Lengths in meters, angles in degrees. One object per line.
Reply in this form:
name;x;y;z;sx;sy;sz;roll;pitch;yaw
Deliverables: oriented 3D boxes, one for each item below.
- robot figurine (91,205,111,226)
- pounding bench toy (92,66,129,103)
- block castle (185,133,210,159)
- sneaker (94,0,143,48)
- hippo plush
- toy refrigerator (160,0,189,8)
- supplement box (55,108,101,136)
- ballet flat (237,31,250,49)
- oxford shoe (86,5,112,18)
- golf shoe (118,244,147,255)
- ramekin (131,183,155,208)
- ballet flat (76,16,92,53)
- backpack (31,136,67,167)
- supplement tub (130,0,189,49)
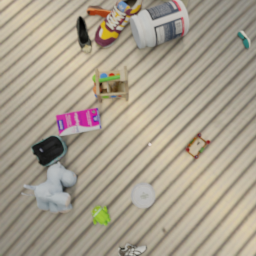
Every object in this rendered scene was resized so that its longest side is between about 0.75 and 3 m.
robot figurine;-1.026;3.276;10.466;0.812;0.470;0.712;42;93;7
pounding bench toy;-0.698;-1.750;10.768;1.384;1.775;1.103;-4;79;-1
block castle;2.712;0.713;10.978;0.620;0.435;0.928;40;82;7
sneaker;-0.443;-4.573;11.564;1.031;1.239;2.751;38;82;6
hippo plush;-2.768;2.175;10.438;1.876;1.495;1.509;26;49;-11
toy refrigerator;1.717;-5.958;12.143;2.007;0.702;0.762;18;84;5
supplement box;-1.901;-0.239;10.722;1.600;0.827;0.810;-11;96;-11
ballet flat;5.007;-3.785;11.944;0.303;0.303;0.872;-27;80;-5
oxford shoe;-1.191;-5.101;12.118;1.183;0.422;0.431;9;68;-3
golf shoe;0.153;4.459;10.268;1.095;0.426;0.517;-18;80;-5
ramekin;0.574;2.562;10.612;0.969;0.451;0.969;0;78;0
ballet flat;-1.926;-3.934;11.852;0.546;0.467;1.643;-16;80;-3
backpack;-2.933;0.833;10.726;1.139;0.873;1.001;-34;83;5
supplement tub;1.263;-4.187;11.387;2.085;1.463;1.463;-20;80;-4
